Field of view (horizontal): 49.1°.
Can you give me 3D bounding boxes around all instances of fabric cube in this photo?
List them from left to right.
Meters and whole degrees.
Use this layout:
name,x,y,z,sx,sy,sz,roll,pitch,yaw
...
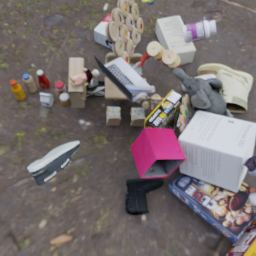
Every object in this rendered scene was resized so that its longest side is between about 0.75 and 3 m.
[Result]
name,x,y,z,sx,sy,sz,roll,pitch,yaw
fabric cube,0.898,0.804,8.822,1.128,1.150,1.146,2,51,-30

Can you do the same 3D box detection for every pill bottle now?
name,x,y,z,sx,sy,sz,roll,pitch,yaw
pill bottle,2.563,-3.476,10.065,1.115,0.626,0.626,-8,60,18

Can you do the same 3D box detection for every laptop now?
name,x,y,z,sx,sy,sz,roll,pitch,yaw
laptop,-0.092,-1.712,8.846,1.626,1.007,1.737,47,53,8

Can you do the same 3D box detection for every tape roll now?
name,x,y,z,sx,sy,sz,roll,pitch,yaw
tape roll,2.920,-1.843,11.579,1.426,1.426,0.261,-12,83,-6

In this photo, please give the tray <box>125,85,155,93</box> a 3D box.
name,x,y,z,sx,sy,sz,roll,pitch,yaw
tray,0.375,-1.183,8.680,0.884,0.474,0.098,4,80,11

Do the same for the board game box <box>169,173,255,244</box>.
name,x,y,z,sx,sy,sz,roll,pitch,yaw
board game box,2.961,2.252,9.407,1.807,0.462,2.668,-36,50,-24

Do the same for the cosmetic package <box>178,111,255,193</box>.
name,x,y,z,sx,sy,sz,roll,pitch,yaw
cosmetic package,2.948,0.722,9.317,2.013,1.674,1.684,16,46,30

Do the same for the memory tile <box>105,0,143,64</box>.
name,x,y,z,sx,sy,sz,roll,pitch,yaw
memory tile,-0.047,-3.609,10.153,0.218,1.987,2.593,5,58,25

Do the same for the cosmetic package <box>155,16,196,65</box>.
name,x,y,z,sx,sy,sz,roll,pitch,yaw
cosmetic package,2.178,-4.096,13.162,1.222,0.825,2.322,-11,62,-6

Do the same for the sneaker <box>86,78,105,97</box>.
name,x,y,z,sx,sy,sz,roll,pitch,yaw
sneaker,-1.415,-1.779,11.902,1.858,0.841,0.617,-10,63,-6

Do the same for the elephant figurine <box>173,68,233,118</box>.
name,x,y,z,sx,sy,sz,roll,pitch,yaw
elephant figurine,2.574,-1.179,9.675,1.503,1.938,1.371,-16,50,18

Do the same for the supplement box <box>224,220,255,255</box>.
name,x,y,z,sx,sy,sz,roll,pitch,yaw
supplement box,4.195,4.234,8.153,2.221,1.495,2.252,-41,74,-20

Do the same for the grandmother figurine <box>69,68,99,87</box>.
name,x,y,z,sx,sy,sz,roll,pitch,yaw
grandmother figurine,-1.441,-1.727,9.435,1.039,0.630,0.315,-22,49,-25

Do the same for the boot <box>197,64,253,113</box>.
name,x,y,z,sx,sy,sz,roll,pitch,yaw
boot,3.969,-1.669,11.861,2.373,0.855,1.835,17,64,8

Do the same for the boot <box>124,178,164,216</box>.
name,x,y,z,sx,sy,sz,roll,pitch,yaw
boot,0.557,2.399,9.809,1.468,0.543,1.203,-4,59,6

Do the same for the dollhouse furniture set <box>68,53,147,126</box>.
name,x,y,z,sx,sy,sz,roll,pitch,yaw
dollhouse furniture set,-0.711,-1.611,10.706,2.953,1.922,2.713,0,75,-8

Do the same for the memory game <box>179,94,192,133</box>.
name,x,y,z,sx,sy,sz,roll,pitch,yaw
memory game,2.035,-0.377,9.770,0.102,1.598,1.598,4,60,25

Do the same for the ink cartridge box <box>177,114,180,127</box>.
name,x,y,z,sx,sy,sz,roll,pitch,yaw
ink cartridge box,1.771,-0.421,11.318,0.830,0.282,0.478,26,50,20

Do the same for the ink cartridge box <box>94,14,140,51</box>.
name,x,y,z,sx,sy,sz,roll,pitch,yaw
ink cartridge box,-0.488,-4.451,13.393,1.835,0.760,1.338,28,65,14

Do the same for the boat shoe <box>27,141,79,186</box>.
name,x,y,z,sx,sy,sz,roll,pitch,yaw
boat shoe,-2.118,1.000,8.406,0.769,0.614,2.035,-12,14,37

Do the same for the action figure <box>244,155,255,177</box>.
name,x,y,z,sx,sy,sz,roll,pitch,yaw
action figure,4.107,1.666,7.860,0.677,1.270,1.952,-30,94,-33

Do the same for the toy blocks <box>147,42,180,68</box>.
name,x,y,z,sx,sy,sz,roll,pitch,yaw
toy blocks,1.558,-2.813,11.236,1.300,1.559,0.566,34,103,20

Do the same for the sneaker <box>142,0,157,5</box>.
name,x,y,z,sx,sy,sz,roll,pitch,yaw
sneaker,1.005,-5.072,10.956,0.882,0.463,0.334,-2,88,31

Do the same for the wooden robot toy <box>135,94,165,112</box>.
name,x,y,z,sx,sy,sz,roll,pitch,yaw
wooden robot toy,0.999,-1.034,10.934,1.504,0.663,0.682,6,27,5

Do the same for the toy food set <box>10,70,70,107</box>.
name,x,y,z,sx,sy,sz,roll,pitch,yaw
toy food set,-3.593,-1.683,11.723,2.352,1.058,1.123,10,62,5

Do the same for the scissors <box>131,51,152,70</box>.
name,x,y,z,sx,sy,sz,roll,pitch,yaw
scissors,0.422,-2.455,10.975,0.170,0.893,2.441,32,53,6

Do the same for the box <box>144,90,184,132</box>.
name,x,y,z,sx,sy,sz,roll,pitch,yaw
box,1.221,-0.065,10.096,0.525,2.129,1.700,31,62,20
